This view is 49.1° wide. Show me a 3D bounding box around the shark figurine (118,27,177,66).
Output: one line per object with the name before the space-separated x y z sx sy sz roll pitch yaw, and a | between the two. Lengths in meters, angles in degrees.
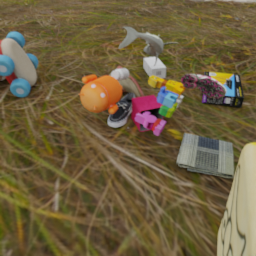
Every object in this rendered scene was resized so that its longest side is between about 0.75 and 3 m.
shark figurine | 0.816 -2.839 10.177 1.562 1.091 2.614 9 4 24

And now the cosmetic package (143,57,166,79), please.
cosmetic package | 1.292 -2.975 13.857 0.754 0.594 1.401 -8 36 -9

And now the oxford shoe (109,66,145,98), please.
oxford shoe | -0.106 -1.779 12.218 0.923 0.869 2.468 -36 44 -4

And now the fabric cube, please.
fabric cube | 0.681 -0.541 10.179 0.930 0.912 0.927 -11 38 -16

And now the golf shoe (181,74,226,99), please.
golf shoe | 2.054 -1.153 7.354 0.591 0.466 1.284 -17 37 -40

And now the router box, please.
router box | 4.045 -1.699 12.106 1.598 0.547 2.142 8 36 10

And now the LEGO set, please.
LEGO set | 1.044 -1.034 9.129 1.180 1.097 2.875 25 33 12

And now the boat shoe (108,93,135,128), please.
boat shoe | -0.203 -0.732 10.661 0.694 0.656 1.935 17 39 22

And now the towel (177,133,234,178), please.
towel | 2.444 0.867 8.827 1.665 0.299 1.729 12 35 12

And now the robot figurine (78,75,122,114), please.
robot figurine | -0.887 -1.132 9.454 1.058 1.305 1.815 4 24 28

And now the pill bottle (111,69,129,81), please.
pill bottle | -0.323 -2.056 10.820 0.442 0.442 0.772 18 21 23

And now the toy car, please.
toy car | -5.620 -2.543 12.264 2.561 2.265 2.361 -14 46 11

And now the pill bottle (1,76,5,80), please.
pill bottle | -5.976 -2.951 13.571 0.904 0.904 1.511 1 36 1

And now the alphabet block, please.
alphabet block | 3.024 2.292 4.397 2.851 2.836 2.904 12 33 13
